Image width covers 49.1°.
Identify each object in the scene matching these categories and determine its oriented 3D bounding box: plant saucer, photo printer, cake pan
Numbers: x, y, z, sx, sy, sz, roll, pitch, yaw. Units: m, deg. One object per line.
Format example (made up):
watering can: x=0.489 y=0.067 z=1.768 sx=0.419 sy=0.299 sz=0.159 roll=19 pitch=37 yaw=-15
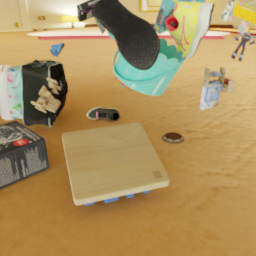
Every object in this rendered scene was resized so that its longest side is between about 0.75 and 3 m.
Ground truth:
plant saucer: x=1.550 y=0.333 z=9.665 sx=0.777 sy=0.125 sz=0.777 roll=0 pitch=24 yaw=0
photo printer: x=-4.933 y=-1.530 z=11.448 sx=0.692 sy=1.992 sz=1.658 roll=-6 pitch=26 yaw=-15
cake pan: x=-1.008 y=-3.654 z=9.642 sx=0.163 sy=0.889 sz=0.889 roll=-26 pitch=27 yaw=1

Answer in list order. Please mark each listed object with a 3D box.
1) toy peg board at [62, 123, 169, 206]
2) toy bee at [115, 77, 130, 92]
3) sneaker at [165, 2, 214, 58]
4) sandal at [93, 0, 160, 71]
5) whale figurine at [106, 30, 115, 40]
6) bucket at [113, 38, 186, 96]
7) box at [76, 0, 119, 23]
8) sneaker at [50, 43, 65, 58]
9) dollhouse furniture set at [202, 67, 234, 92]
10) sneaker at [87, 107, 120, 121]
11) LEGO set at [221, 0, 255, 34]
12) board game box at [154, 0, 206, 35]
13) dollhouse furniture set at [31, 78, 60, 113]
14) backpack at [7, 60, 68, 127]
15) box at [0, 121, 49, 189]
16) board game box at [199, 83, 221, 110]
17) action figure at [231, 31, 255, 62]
toy peg board: x=-0.425 y=1.083 z=7.290 sx=2.228 sy=1.090 sz=2.218 roll=-9 pitch=42 yaw=-15
toy bee: x=-0.240 y=-1.664 z=10.240 sx=0.544 sy=0.832 sz=0.452 roll=-31 pitch=44 yaw=-8
sneaker: x=1.662 y=-2.966 z=8.354 sx=1.174 sy=1.016 sz=2.599 roll=13 pitch=-11 yaw=2
sandal: x=0.005 y=-2.433 z=7.159 sx=1.002 sy=0.601 sz=2.669 roll=-37 pitch=61 yaw=6
whale figurine: x=0.010 y=-3.981 z=11.892 sx=2.363 sy=1.226 sz=1.880 roll=35 pitch=8 yaw=-42
bucket: x=0.573 y=-1.984 z=8.472 sx=2.040 sy=1.327 sz=2.040 roll=20 pitch=30 yaw=-12
box: x=-0.949 y=-3.775 z=8.720 sx=1.373 sy=0.248 sz=0.982 roll=-25 pitch=5 yaw=-7
sneaker: x=-3.137 y=-3.453 z=12.214 sx=1.209 sy=0.474 sz=0.398 roll=-15 pitch=40 yaw=60
dollhouse furniture set: x=4.797 y=-2.594 z=14.882 sx=1.017 sy=1.011 sz=1.443 roll=-5 pitch=25 yaw=-11
sneaker: x=-0.929 y=-0.521 z=11.062 sx=1.327 sy=0.469 sz=0.658 roll=-5 pitch=20 yaw=-20
LEGO set: x=3.369 y=-2.495 z=6.957 sx=0.826 sy=1.020 sz=2.218 roll=-26 pitch=71 yaw=-20
board game box: x=2.134 y=-4.778 z=11.388 sx=2.004 sy=1.513 sz=0.470 roll=-25 pitch=74 yaw=-17
dollhouse furniture set: x=-2.420 y=-0.892 z=8.105 sx=0.602 sy=0.926 sz=0.850 roll=22 pitch=71 yaw=12
backpack: x=-3.360 y=-1.446 z=10.825 sx=2.042 sy=2.408 sz=2.712 roll=6 pitch=22 yaw=3
box: x=-3.465 y=0.707 z=7.824 sx=1.711 sy=0.978 sz=1.879 roll=-24 pitch=34 yaw=-39
board game box: x=3.601 y=-1.375 z=12.237 sx=1.028 sy=1.033 sz=0.224 roll=-17 pitch=32 yaw=-31
action figure: x=3.723 y=-2.717 z=9.132 sx=0.678 sy=1.042 sz=0.361 roll=23 pitch=42 yaw=11
